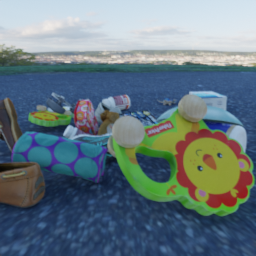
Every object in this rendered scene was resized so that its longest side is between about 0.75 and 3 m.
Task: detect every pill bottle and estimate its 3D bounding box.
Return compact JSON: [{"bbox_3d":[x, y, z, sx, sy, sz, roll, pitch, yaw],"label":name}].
[{"bbox_3d":[1.858,0.382,7.343,2.090,1.209,1.209,12,20,37],"label":"pill bottle"},{"bbox_3d":[-1.535,0.273,8.497,0.769,0.439,0.439,33,5,-21],"label":"pill bottle"},{"bbox_3d":[-0.589,-1.175,13.554,1.247,0.683,0.683,-11,20,-25],"label":"pill bottle"}]

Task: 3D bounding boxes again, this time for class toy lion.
[{"bbox_3d":[-2.965,-0.368,10.708,1.560,0.536,1.496,9,16,-18],"label":"toy lion"},{"bbox_3d":[1.132,0.648,5.395,2.449,2.348,0.841,-19,-22,-23],"label":"toy lion"}]

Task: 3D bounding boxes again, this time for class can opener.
[{"bbox_3d":[-2.017,-0.540,10.139,1.996,0.667,0.532,38,4,-25],"label":"can opener"}]

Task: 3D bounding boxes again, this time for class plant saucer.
[{"bbox_3d":[1.981,-0.296,7.888,2.378,0.458,2.378,5,-5,0],"label":"plant saucer"}]

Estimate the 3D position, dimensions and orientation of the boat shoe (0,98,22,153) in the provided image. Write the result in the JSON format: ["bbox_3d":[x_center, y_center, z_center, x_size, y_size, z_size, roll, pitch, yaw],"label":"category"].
[{"bbox_3d":[-3.621,0.030,8.372,0.716,0.717,2.037,-25,59,-8],"label":"boat shoe"}]

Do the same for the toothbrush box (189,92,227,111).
[{"bbox_3d":[3.937,-1.330,14.012,1.279,0.745,1.747,-2,15,-7],"label":"toothbrush box"}]

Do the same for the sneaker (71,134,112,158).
[{"bbox_3d":[-0.804,0.503,7.394,1.848,0.717,0.843,-12,9,-31],"label":"sneaker"}]

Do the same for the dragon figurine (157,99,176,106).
[{"bbox_3d":[2.075,-1.405,15.045,1.041,0.306,0.518,3,17,8],"label":"dragon figurine"}]

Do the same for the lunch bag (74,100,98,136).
[{"bbox_3d":[-1.328,-0.284,9.131,0.518,1.264,1.114,-4,42,8],"label":"lunch bag"}]

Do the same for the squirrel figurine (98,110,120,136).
[{"bbox_3d":[-0.619,-0.026,9.024,0.757,1.069,0.998,10,-10,-13],"label":"squirrel figurine"}]

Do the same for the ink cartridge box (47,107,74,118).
[{"bbox_3d":[-2.841,-0.679,12.417,1.325,0.393,0.688,-7,18,-23],"label":"ink cartridge box"}]

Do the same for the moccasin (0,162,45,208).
[{"bbox_3d":[-3.074,0.925,5.696,2.786,1.075,1.019,5,16,17],"label":"moccasin"}]

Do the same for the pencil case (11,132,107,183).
[{"bbox_3d":[-1.517,0.670,6.404,2.004,0.926,0.853,12,54,-1],"label":"pencil case"}]

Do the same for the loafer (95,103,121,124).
[{"bbox_3d":[-0.516,-0.363,10.403,0.778,0.776,2.224,-1,20,-44],"label":"loafer"}]

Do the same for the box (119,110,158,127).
[{"bbox_3d":[0.420,0.035,9.129,1.382,0.400,1.738,-9,35,-24],"label":"box"}]
